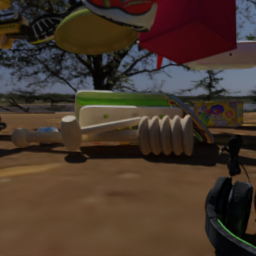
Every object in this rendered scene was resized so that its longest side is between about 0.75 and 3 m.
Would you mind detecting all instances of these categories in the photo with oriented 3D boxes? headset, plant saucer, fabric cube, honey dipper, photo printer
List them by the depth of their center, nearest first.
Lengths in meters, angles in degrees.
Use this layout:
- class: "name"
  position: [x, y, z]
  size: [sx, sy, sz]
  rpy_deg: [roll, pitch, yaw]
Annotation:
- class: "headset"
  position: [0.572, 0.300, 1.236]
  size: [0.487, 0.371, 0.789]
  rpy_deg: [1, 15, 5]
- class: "honey dipper"
  position: [-0.468, 0.093, 3.678]
  size: [2.558, 0.486, 0.486]
  rpy_deg: [0, 4, 19]
- class: "fabric cube"
  position: [1.471, -2.850, 6.946]
  size: [1.819, 1.813, 1.785]
  rpy_deg: [11, -11, -44]
- class: "plant saucer"
  position: [-0.961, -2.940, 8.546]
  size: [2.594, 0.403, 2.594]
  rpy_deg: [-8, -9, -1]
- class: "photo printer"
  position: [3.327, -2.546, 10.071]
  size: [2.453, 0.852, 2.040]
  rpy_deg: [1, 7, 12]

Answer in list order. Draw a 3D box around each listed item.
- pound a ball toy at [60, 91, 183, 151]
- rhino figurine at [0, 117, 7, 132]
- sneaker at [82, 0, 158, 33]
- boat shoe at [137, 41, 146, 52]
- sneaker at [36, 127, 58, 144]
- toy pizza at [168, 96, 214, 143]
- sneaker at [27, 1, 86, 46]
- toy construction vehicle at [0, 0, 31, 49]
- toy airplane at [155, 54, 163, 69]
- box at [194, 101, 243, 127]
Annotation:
- class: "pound a ball toy"
  position: [-0.104, 0.004, 4.112]
  size: [1.790, 0.761, 1.167]
  rpy_deg: [-1, 27, -16]
- class: "rhino figurine"
  position: [-2.876, -0.021, 5.633]
  size: [1.356, 0.406, 0.593]
  rpy_deg: [6, 16, 42]
- class: "sneaker"
  position: [-0.142, -2.665, 5.867]
  size: [0.853, 0.940, 2.214]
  rpy_deg: [6, 23, -47]
- class: "boat shoe"
  position: [0.944, -3.201, 10.829]
  size: [1.344, 0.416, 0.503]
  rpy_deg: [-18, 28, -30]
- class: "sneaker"
  position: [-1.293, 0.139, 4.649]
  size: [0.291, 0.288, 0.802]
  rpy_deg: [27, 1, 1]
- class: "toy pizza"
  position: [0.977, -0.105, 4.568]
  size: [0.165, 1.038, 1.038]
  rpy_deg: [-43, 4, 1]
- class: "sneaker"
  position: [-2.378, -3.699, 10.571]
  size: [2.916, 1.077, 1.180]
  rpy_deg: [-22, -20, -7]
- class: "toy construction vehicle"
  position: [-3.647, -2.708, 7.094]
  size: [2.439, 0.859, 2.124]
  rpy_deg: [-4, -8, 11]
- class: "toy airplane"
  position: [1.126, -2.433, 8.303]
  size: [0.256, 1.393, 1.393]
  rpy_deg: [19, 11, 23]
- class: "box"
  position: [2.928, -0.450, 9.030]
  size: [1.305, 0.796, 1.256]
  rpy_deg: [2, 5, 30]
